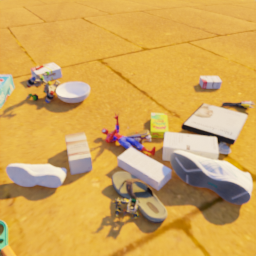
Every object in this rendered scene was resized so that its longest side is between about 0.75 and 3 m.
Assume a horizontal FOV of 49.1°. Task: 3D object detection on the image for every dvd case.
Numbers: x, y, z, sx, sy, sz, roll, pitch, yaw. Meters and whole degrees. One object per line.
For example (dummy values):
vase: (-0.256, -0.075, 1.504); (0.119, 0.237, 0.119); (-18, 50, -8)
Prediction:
dvd case: (3.503, -0.256, 11.175); (1.973, 0.243, 2.766); (19, 31, 24)

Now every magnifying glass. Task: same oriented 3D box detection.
magnifying glass: (-3.202, 2.946, 7.093); (1.737, 0.195, 0.691); (31, 45, 35)

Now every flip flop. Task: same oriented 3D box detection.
flip flop: (0.319, 1.894, 8.193); (0.864, 0.613, 2.130); (-22, 41, -28)

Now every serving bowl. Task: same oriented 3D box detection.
serving bowl: (-2.570, -1.598, 13.201); (1.575, 0.518, 1.575); (0, 35, 0)

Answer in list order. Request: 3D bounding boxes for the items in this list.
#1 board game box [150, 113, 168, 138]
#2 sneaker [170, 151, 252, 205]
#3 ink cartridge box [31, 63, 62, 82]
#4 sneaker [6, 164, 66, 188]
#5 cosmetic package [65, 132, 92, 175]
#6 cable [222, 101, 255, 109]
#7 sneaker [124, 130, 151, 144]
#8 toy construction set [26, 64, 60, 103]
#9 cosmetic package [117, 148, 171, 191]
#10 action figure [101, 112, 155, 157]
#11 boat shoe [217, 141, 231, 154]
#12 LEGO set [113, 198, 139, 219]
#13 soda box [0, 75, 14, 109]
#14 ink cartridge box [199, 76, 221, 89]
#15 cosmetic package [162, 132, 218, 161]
board game box: (1.246, -0.109, 11.273); (0.676, 0.317, 1.330); (2, 35, 3)
sneaker: (2.563, 1.399, 8.775); (2.627, 0.924, 1.053); (26, 37, 21)
ink cartridge box: (-4.401, -2.967, 15.089); (1.344, 0.561, 0.976); (-23, 41, -29)
sneaker: (-2.893, 1.427, 8.954); (1.845, 0.694, 0.816); (10, 24, 3)
cosmetic package: (-1.724, 0.841, 9.663); (0.749, 0.633, 1.450); (-10, 37, -14)
cable: (4.978, -1.128, 12.690); (1.359, 0.342, 0.660); (11, 37, 15)
sneaker: (0.343, 0.399, 10.532); (1.059, 0.477, 0.397); (-9, 22, 33)
toy construction set: (-3.854, -2.165, 13.157); (1.418, 1.700, 1.306); (18, 33, 10)
cosmetic package: (0.503, 1.315, 9.164); (1.710, 0.433, 0.706); (27, 44, 33)
action figure: (-0.113, 0.266, 10.138); (2.272, 1.125, 0.741); (22, 40, 31)
boat shoe: (3.249, 0.573, 10.271); (0.422, 0.367, 1.144); (-23, 41, -29)
LEGO set: (-0.060, 2.266, 7.689); (0.792, 0.609, 0.459); (14, 21, 7)
soda box: (-6.073, -1.695, 13.129); (0.711, 0.752, 2.216); (0, 35, 0)
ink cartridge box: (4.196, -2.328, 14.332); (0.947, 0.396, 0.683); (-1, 35, -1)
cosmetic package: (2.152, 0.732, 9.794); (1.831, 0.678, 0.931); (5, 36, 8)
